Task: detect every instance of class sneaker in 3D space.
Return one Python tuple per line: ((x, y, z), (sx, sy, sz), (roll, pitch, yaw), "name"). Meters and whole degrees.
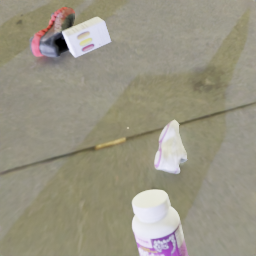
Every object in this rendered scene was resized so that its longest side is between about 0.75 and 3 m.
((-2.427, -3.460, 10.208), (1.232, 0.892, 2.522), (18, 58, 13), "sneaker")
((1.222, 0.533, 7.635), (0.801, 0.602, 1.609), (22, 57, -5), "sneaker")

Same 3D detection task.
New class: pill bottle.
((0.480, 1.673, 4.355), (0.741, 1.319, 0.741), (-14, 13, 3), "pill bottle")

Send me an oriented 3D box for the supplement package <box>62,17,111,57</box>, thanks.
((-1.164, -2.549, 7.844), (1.111, 0.632, 0.609), (-28, 39, -9), "supplement package")
